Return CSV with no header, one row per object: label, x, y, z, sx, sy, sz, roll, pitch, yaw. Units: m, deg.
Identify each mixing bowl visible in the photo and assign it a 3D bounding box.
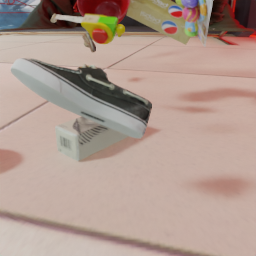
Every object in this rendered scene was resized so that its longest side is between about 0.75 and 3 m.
mixing bowl,-0.680,-3.693,8.568,1.569,1.569,0.850,3,-8,6

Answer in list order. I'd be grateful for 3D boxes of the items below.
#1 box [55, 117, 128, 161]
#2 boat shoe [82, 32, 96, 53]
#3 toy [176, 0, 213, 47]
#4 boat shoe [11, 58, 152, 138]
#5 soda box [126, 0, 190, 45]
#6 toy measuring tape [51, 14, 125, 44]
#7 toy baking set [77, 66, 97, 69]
box,-0.756,0.055,7.091,0.838,0.697,2.040,19,30,36
boat shoe,-1.671,-3.584,11.885,0.374,0.395,1.043,-28,64,13
toy,1.612,-3.136,7.310,0.555,1.353,2.351,-26,-17,7
boat shoe,-0.568,-0.519,3.929,2.002,0.637,0.708,26,-14,-22
soda box,1.120,-3.651,9.077,2.242,0.759,0.718,26,66,0
toy measuring tape,-1.056,-2.654,7.553,2.021,0.743,0.743,9,25,12
toy baking set,-2.146,-3.141,14.991,1.014,0.154,1.321,-17,29,-28
